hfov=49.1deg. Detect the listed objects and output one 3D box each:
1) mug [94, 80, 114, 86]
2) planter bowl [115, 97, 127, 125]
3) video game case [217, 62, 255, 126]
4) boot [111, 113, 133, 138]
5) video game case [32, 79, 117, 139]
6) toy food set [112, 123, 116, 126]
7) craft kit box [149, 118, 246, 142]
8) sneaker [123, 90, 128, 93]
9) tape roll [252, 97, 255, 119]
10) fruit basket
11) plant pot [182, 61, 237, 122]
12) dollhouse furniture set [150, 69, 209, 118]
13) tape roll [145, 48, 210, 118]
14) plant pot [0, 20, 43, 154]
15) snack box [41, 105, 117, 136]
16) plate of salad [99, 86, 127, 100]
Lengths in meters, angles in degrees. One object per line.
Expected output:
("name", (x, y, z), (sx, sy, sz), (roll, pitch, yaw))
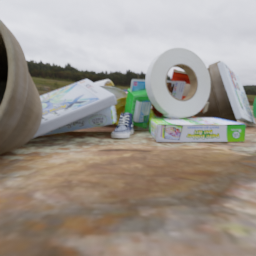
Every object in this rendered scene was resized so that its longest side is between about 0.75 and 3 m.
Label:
("mug", (-2.003, -1.520, 16.669), (2.286, 2.230, 2.784), (-3, -17, 19))
("planter bowl", (0.000, -0.430, 10.900), (1.474, 1.474, 0.614), (-1, -28, -12))
("video game case", (4.524, -1.360, 11.596), (0.288, 2.431, 2.213), (-23, -19, 33))
("boot", (-0.175, -0.097, 8.778), (0.578, 0.718, 1.589), (1, 6, 8))
("video game case", (-2.111, -0.572, 7.912), (2.941, 0.324, 2.681), (-24, 26, -15))
("toy food set", (-0.478, -0.405, 11.805), (2.569, 0.839, 1.511), (4, -29, -21))
("craft kit box", (1.936, 0.015, 8.694), (2.422, 0.595, 2.452), (2, 6, -1))
("sneaker", (-0.976, -1.023, 13.199), (2.575, 0.903, 1.056), (-31, 13, 3))
("tape roll", (6.009, -1.245, 10.728), (0.638, 2.652, 2.652), (28, 1, -10))
("fruit basket", (0.974, -0.745, 10.047), (2.109, 1.954, 0.989), (2, 28, -17))
("plant pot", (3.534, -1.360, 13.287), (2.510, 2.893, 2.893), (-16, -1, 22))
("dollhouse furniture set", (1.918, -1.091, 10.798), (2.247, 2.223, 1.158), (14, 16, 19))
("tape roll", (1.676, -1.467, 9.291), (2.330, 2.330, 0.426), (-2, -1, -22))
("plant pot", (-2.890, -0.525, 5.226), (2.848, 2.848, 2.472), (1, -10, 5))
("snack box", (-1.733, -0.293, 9.236), (2.608, 0.691, 1.855), (-9, 7, 2))
("plate of salad", (-1.299, -1.052, 11.995), (2.887, 0.693, 2.887), (-6, -27, -3))
